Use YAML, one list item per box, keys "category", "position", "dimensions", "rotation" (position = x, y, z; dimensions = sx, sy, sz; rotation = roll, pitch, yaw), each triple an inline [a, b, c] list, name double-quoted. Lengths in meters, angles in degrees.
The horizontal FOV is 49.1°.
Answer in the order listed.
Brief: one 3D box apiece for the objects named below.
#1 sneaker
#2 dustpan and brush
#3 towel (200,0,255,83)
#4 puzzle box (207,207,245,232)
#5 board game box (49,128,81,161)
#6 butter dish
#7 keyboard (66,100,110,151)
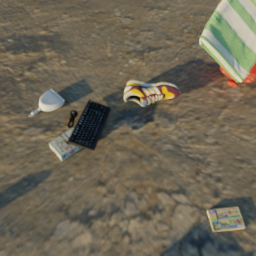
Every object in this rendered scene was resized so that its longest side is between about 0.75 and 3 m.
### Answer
- category: "sneaker"
  position: [0.802, -1.083, 9.660]
  dimensions: [1.917, 0.719, 0.864]
  rotation: [6, 57, 13]
- category: "dustpan and brush"
  position: [-2.899, -0.769, 9.648]
  dimensions: [1.202, 0.344, 0.839]
  rotation: [-34, 62, -31]
- category: "towel"
  position: [3.201, -2.799, 7.673]
  dimensions: [1.947, 0.299, 2.553]
  rotation: [36, 87, -21]
- category: "puzzle box"
  position: [2.545, 2.385, 7.310]
  dimensions: [0.851, 0.108, 0.566]
  rotation: [-6, 52, -4]
- category: "board game box"
  position: [-1.866, 0.503, 8.644]
  dimensions: [0.903, 0.290, 0.667]
  rotation: [-34, 59, -25]
- category: "butter dish"
  position: [4.015, -2.134, 10.052]
  dimensions: [1.874, 1.869, 1.385]
  rotation: [26, 99, 15]
- category: "keyboard"
  position: [-1.365, -0.184, 8.950]
  dimensions: [1.201, 0.257, 2.001]
  rotation: [15, 44, 2]
